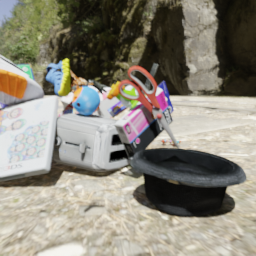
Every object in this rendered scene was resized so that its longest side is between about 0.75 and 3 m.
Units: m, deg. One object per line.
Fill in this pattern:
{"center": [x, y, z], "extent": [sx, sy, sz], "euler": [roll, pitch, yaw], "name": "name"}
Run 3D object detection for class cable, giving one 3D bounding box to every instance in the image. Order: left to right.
{"center": [0.829, -1.492, 11.253], "extent": [0.526, 2.088, 1.014], "euler": [26, 1, 6], "name": "cable"}

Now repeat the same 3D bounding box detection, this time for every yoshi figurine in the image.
{"center": [0.137, -0.530, 7.639], "extent": [1.552, 0.869, 0.872], "euler": [30, 37, -15], "name": "yoshi figurine"}

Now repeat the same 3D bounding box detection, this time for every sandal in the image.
{"center": [-3.595, -1.469, 7.302], "extent": [3.001, 0.860, 1.150], "euler": [23, -49, -34], "name": "sandal"}
{"center": [-2.107, -1.457, 8.395], "extent": [0.724, 0.661, 1.663], "euler": [-5, 39, -7], "name": "sandal"}

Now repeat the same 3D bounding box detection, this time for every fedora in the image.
{"center": [1.087, 1.066, 5.420], "extent": [2.148, 0.981, 2.148], "euler": [4, 11, -1], "name": "fedora"}

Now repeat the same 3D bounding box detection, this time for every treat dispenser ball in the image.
{"center": [-1.123, -0.721, 7.540], "extent": [0.764, 0.764, 0.764], "euler": [0, 10, 0], "name": "treat dispenser ball"}

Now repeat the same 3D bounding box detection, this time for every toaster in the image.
{"center": [-0.816, 0.400, 8.014], "extent": [1.662, 1.462, 2.573], "euler": [12, 6, 30], "name": "toaster"}

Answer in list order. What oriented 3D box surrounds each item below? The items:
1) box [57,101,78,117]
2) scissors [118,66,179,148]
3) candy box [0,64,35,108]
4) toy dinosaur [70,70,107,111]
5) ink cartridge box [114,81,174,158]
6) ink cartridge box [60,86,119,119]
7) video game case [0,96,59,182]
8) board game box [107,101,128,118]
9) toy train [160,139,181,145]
{"center": [-1.713, -0.102, 9.250], "extent": [0.758, 0.726, 1.521], "euler": [32, -23, 11], "name": "box"}
{"center": [0.691, -0.411, 6.308], "extent": [0.812, 2.221, 0.155], "euler": [-39, 14, 28], "name": "scissors"}
{"center": [-3.520, -0.581, 9.170], "extent": [0.908, 2.358, 1.994], "euler": [-13, -8, -32], "name": "candy box"}
{"center": [-1.430, -1.285, 9.224], "extent": [0.979, 1.916, 1.300], "euler": [-27, -19, 24], "name": "toy dinosaur"}
{"center": [0.560, -0.253, 6.928], "extent": [0.375, 0.957, 2.021], "euler": [8, 42, 44], "name": "ink cartridge box"}
{"center": [-1.498, -0.989, 11.643], "extent": [1.672, 0.945, 2.282], "euler": [-33, 32, -26], "name": "ink cartridge box"}
{"center": [-2.866, 0.261, 7.032], "extent": [2.112, 0.275, 2.320], "euler": [-11, 49, 7], "name": "video game case"}
{"center": [-0.238, -0.645, 8.793], "extent": [0.780, 0.260, 1.161], "euler": [-35, 0, 0], "name": "board game box"}
{"center": [1.612, 0.559, 10.596], "extent": [0.584, 0.216, 0.777], "euler": [8, -6, -37], "name": "toy train"}
